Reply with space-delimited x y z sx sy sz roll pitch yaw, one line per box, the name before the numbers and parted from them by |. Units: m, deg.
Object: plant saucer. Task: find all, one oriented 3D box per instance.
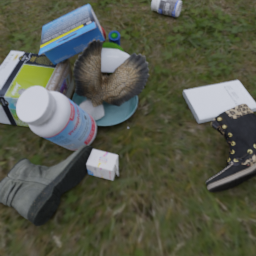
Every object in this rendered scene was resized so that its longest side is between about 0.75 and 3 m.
plant saucer | -0.854 -0.904 10.464 2.428 0.436 2.428 0 52 -1

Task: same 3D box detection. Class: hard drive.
hard drive | 3.453 -1.026 10.637 2.335 0.312 1.540 -12 53 -9

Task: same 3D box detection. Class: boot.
boot | 3.192 0.583 8.555 2.670 0.977 2.010 -31 62 5
boot | -2.532 1.301 8.437 1.914 0.992 2.930 23 54 24

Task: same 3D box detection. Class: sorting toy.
sorting toy | -1.087 -3.328 12.067 1.696 1.159 2.822 -31 74 -9

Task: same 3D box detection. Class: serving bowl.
serving bowl | -0.789 -2.479 10.078 2.101 0.691 2.101 3 18 -1

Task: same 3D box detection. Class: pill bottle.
pill bottle | -2.083 -0.242 8.439 1.372 2.523 1.372 -7 70 19
pill bottle | 1.969 -6.282 14.473 1.432 0.815 0.815 20 54 16

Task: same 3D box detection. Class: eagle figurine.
eagle figurine | -0.811 -1.562 9.247 2.033 2.679 2.022 -34 95 -22

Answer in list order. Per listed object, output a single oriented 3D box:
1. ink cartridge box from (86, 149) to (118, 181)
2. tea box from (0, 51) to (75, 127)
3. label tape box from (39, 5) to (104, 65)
ink cartridge box | -0.727 1.164 8.714 0.959 0.617 0.601 13 53 9
tea box | -3.405 -1.369 10.102 2.295 1.559 2.333 8 52 6
label tape box | -1.891 -3.058 9.498 1.970 0.865 2.732 -24 39 6
